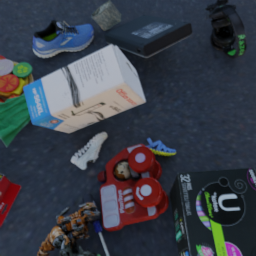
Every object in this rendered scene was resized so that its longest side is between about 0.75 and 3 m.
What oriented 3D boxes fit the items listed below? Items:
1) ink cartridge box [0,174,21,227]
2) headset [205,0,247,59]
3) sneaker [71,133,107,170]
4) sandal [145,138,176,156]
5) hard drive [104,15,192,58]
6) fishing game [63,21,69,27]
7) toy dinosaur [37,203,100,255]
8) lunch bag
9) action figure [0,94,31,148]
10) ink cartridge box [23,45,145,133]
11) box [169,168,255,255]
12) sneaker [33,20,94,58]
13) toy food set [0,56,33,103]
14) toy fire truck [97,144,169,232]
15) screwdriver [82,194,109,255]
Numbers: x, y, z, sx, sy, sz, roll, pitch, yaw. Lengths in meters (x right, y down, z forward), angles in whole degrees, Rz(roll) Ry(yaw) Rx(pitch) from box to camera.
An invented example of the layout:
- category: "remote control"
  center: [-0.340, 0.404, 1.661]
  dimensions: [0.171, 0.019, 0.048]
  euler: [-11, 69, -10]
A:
- category: "ink cartridge box"
  center: [-4.029, 2.024, 7.795]
  dimensions: [1.388, 0.663, 1.581]
  euler: [15, 62, 7]
- category: "headset"
  center: [3.717, -3.875, 10.424]
  dimensions: [1.349, 1.774, 2.872]
  euler: [-22, 51, 3]
- category: "sneaker"
  center: [-1.090, 0.706, 8.608]
  dimensions: [0.567, 0.525, 1.398]
  euler: [41, 66, 9]
- category: "sandal"
  center: [0.945, 0.605, 8.670]
  dimensions: [1.094, 0.435, 0.476]
  euler: [11, 79, 4]
- category: "hard drive"
  center: [0.607, -3.426, 10.183]
  dimensions: [2.005, 0.472, 2.873]
  euler: [-31, 37, -16]
- category: "fishing game"
  center: [-2.879, -3.841, 11.308]
  dimensions: [1.247, 0.194, 0.893]
  euler: [-35, 68, -15]
- category: "toy dinosaur"
  center: [-1.528, 2.900, 7.165]
  dimensions: [2.093, 1.069, 1.421]
  euler: [-48, 67, 7]
- category: "lunch bag"
  center: [-0.874, -4.387, 11.067]
  dimensions: [0.964, 0.791, 0.567]
  euler: [-21, 49, 30]
- category: "action figure"
  center: [-3.532, -0.503, 8.983]
  dimensions: [1.363, 0.631, 2.308]
  euler: [51, 47, -9]
- category: "ink cartridge box"
  center: [-1.145, -0.955, 8.069]
  dimensions: [2.803, 2.046, 1.182]
  euler: [-21, 75, 15]
- category: "box"
  center: [2.250, 2.584, 6.912]
  dimensions: [2.003, 1.676, 2.697]
  euler: [-4, 60, -2]
- category: "sneaker"
  center: [-2.383, -3.466, 10.530]
  dimensions: [2.463, 1.098, 0.968]
  euler: [-26, 66, -22]
- category: "toy food set"
  center: [-4.567, -1.492, 9.769]
  dimensions: [2.486, 0.605, 2.460]
  euler: [9, 61, 5]
- category: "toy fire truck"
  center: [0.031, 1.586, 7.819]
  dimensions: [1.852, 1.237, 2.206]
  euler: [-16, 60, 10]
- category: "screwdriver"
  center: [-0.673, 2.900, 7.228]
  dimensions: [0.382, 0.398, 2.736]
  euler: [-26, 50, -4]
